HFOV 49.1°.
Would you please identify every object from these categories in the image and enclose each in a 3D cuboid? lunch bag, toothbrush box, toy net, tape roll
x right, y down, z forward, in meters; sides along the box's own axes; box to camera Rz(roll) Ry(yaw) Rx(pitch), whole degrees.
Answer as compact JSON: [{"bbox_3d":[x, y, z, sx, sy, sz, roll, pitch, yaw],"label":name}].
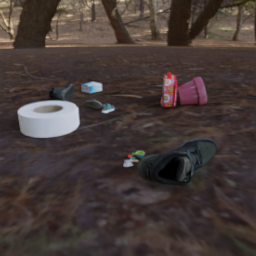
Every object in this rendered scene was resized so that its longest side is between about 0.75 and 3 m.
[{"bbox_3d":[2.068,-1.988,14.197,0.766,1.648,1.871,3,21,7],"label":"lunch bag"},{"bbox_3d":[-2.234,-2.459,17.128,0.761,0.443,1.039,18,26,38],"label":"toothbrush box"},{"bbox_3d":[0.104,0.934,8.648,0.480,0.177,0.915,14,26,33],"label":"toy net"},{"bbox_3d":[-3.164,-0.400,11.236,2.301,0.805,2.301,0,20,0],"label":"tape roll"}]

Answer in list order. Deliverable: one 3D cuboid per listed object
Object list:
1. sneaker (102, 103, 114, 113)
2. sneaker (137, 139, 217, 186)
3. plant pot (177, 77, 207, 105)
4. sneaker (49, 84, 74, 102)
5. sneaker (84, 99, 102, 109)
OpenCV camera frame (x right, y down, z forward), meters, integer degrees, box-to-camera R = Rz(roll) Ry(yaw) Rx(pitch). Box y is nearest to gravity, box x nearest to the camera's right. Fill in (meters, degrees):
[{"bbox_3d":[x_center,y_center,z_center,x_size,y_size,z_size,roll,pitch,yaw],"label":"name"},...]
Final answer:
[{"bbox_3d":[-0.942,-0.992,13.348,0.347,0.408,0.894,10,23,25],"label":"sneaker"},{"bbox_3d":[1.573,0.903,7.315,2.400,0.917,1.374,-13,7,-22],"label":"sneaker"},{"bbox_3d":[3.198,-1.779,14.310,1.249,1.396,1.396,-14,20,6],"label":"plant pot"},{"bbox_3d":[-3.705,-2.037,15.610,1.101,0.735,1.922,10,28,8],"label":"sneaker"},{"bbox_3d":[-1.624,-1.256,14.018,1.090,0.408,0.579,13,27,33],"label":"sneaker"}]
